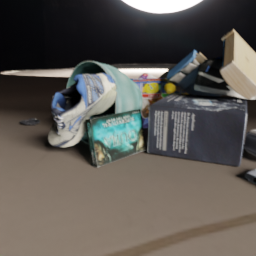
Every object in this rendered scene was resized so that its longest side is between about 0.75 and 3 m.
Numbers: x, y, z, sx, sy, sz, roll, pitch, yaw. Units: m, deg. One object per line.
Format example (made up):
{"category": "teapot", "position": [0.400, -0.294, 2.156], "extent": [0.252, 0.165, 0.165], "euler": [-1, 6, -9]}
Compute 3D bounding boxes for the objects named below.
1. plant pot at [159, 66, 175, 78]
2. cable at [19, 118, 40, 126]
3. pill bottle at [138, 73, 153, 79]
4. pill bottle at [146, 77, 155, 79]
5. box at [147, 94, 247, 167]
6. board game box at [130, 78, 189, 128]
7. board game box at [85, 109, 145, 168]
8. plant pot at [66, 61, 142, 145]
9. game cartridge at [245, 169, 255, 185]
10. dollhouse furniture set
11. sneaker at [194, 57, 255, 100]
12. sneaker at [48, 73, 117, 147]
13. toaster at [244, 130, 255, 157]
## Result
{"category": "plant pot", "position": [2.694, -2.352, 15.069], "extent": [1.751, 1.557, 1.755], "euler": [38, -8, -33]}
{"category": "cable", "position": [-4.137, -0.220, 11.757], "extent": [0.800, 0.203, 0.653], "euler": [-5, 21, -25]}
{"category": "pill bottle", "position": [0.734, -2.232, 15.864], "extent": [0.970, 0.970, 1.741], "euler": [13, 57, 40]}
{"category": "pill bottle", "position": [1.108, -1.386, 12.497], "extent": [1.323, 1.323, 2.387], "euler": [0, 36, 1]}
{"category": "box", "position": [2.243, -0.113, 8.742], "extent": [2.625, 1.541, 2.582], "euler": [7, 17, 21]}
{"category": "board game box", "position": [1.316, -0.943, 10.932], "extent": [2.883, 1.951, 0.497], "euler": [-1, 29, -6]}
{"category": "board game box", "position": [-0.288, 0.237, 7.908], "extent": [1.907, 1.290, 0.269], "euler": [-15, 10, -43]}
{"category": "plant pot", "position": [-0.649, -0.874, 9.546], "extent": [1.793, 2.676, 2.676], "euler": [-9, 17, -43]}
{"category": "game cartridge", "position": [3.424, 1.175, 6.273], "extent": [0.856, 0.260, 1.284], "euler": [-12, 18, -25]}
{"category": "dollhouse furniture set", "position": [2.874, -1.120, 9.042], "extent": [2.822, 2.664, 1.841], "euler": [-35, 25, 44]}
{"category": "sneaker", "position": [3.224, -1.600, 8.734], "extent": [2.176, 1.217, 0.795], "euler": [7, 14, -10]}
{"category": "sneaker", "position": [-1.589, -0.463, 7.391], "extent": [1.213, 2.848, 1.097], "euler": [3, 51, -45]}
{"category": "toaster", "position": [3.993, 0.479, 7.950], "extent": [1.439, 0.818, 0.929], "euler": [-1, 11, -14]}
